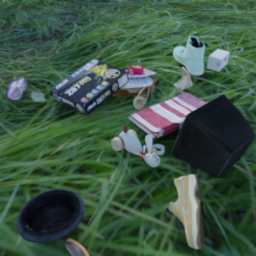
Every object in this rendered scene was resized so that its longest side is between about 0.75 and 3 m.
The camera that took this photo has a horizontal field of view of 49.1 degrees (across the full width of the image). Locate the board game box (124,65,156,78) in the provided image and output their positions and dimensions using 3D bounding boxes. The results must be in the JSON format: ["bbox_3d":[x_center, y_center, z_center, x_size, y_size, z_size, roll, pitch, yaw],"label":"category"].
[{"bbox_3d":[0.412,-2.990,14.292,1.632,0.402,2.065,-13,25,-22],"label":"board game box"}]

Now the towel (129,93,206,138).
[{"bbox_3d":[1.755,-0.623,11.335,2.947,0.335,2.122,-23,30,-19],"label":"towel"}]

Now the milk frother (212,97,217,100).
[{"bbox_3d":[3.603,-0.768,11.059,1.367,1.514,1.424,-5,38,0],"label":"milk frother"}]

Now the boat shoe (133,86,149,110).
[{"bbox_3d":[0.609,-1.364,12.483,0.510,0.436,1.391,26,49,-7],"label":"boat shoe"}]

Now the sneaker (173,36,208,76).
[{"bbox_3d":[3.383,-4.307,15.299,1.105,1.772,3.004,-10,38,-11],"label":"sneaker"}]

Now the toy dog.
[{"bbox_3d":[0.322,0.530,9.857,1.947,0.938,1.284,16,41,19],"label":"toy dog"}]

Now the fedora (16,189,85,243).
[{"bbox_3d":[-2.005,2.472,7.509,1.767,0.807,1.767,-1,39,1],"label":"fedora"}]

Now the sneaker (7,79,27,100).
[{"bbox_3d":[-5.332,-1.782,13.121,0.679,0.618,1.536,-3,34,7],"label":"sneaker"}]

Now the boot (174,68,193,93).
[{"bbox_3d":[2.364,-2.110,12.427,0.768,0.993,0.358,-28,30,4],"label":"boot"}]

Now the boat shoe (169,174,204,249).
[{"bbox_3d":[1.598,2.302,7.872,0.905,0.852,2.377,-7,29,13],"label":"boat shoe"}]

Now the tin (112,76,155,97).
[{"bbox_3d":[0.145,-2.061,13.555,2.349,0.492,1.315,-7,35,-8],"label":"tin"}]

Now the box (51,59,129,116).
[{"bbox_3d":[-1.698,-1.933,12.780,2.257,0.688,2.800,27,57,34],"label":"box"}]

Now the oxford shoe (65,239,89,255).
[{"bbox_3d":[-1.142,3.290,6.733,0.543,0.531,1.490,-34,49,-29],"label":"oxford shoe"}]

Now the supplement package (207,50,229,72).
[{"bbox_3d":[4.957,-3.718,15.391,0.725,0.734,1.211,25,45,28],"label":"supplement package"}]

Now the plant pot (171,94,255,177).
[{"bbox_3d":[2.953,0.387,9.380,1.980,1.985,1.761,-28,56,-31],"label":"plant pot"}]
